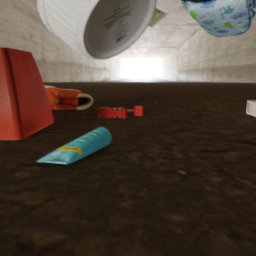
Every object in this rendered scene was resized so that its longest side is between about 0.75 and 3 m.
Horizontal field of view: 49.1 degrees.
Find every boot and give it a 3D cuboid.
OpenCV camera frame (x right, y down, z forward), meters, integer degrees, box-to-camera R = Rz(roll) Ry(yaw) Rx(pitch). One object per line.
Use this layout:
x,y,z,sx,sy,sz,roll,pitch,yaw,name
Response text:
-2.828,-1.213,11.909,2.673,1.003,1.433,-8,19,-37,boot

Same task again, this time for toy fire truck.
-0.276,-0.584,10.167,1.442,0.351,1.017,3,11,18,toy fire truck

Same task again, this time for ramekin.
-0.495,-2.520,5.716,1.236,2.355,2.355,48,33,19,ramekin

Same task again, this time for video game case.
0.635,-4.405,10.597,1.375,0.167,1.511,22,-7,-17,video game case

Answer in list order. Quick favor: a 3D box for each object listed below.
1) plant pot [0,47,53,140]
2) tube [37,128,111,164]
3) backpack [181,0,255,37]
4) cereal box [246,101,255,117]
-3.683,-1.020,7.654,2.492,2.199,2.495,0,12,4,plant pot
-0.912,0.390,5.356,0.639,0.416,1.651,-6,11,29,tube
2.481,-3.401,7.319,1.954,1.842,2.395,-2,9,30,backpack
5.428,-0.469,8.968,2.114,0.581,2.938,0,11,0,cereal box
